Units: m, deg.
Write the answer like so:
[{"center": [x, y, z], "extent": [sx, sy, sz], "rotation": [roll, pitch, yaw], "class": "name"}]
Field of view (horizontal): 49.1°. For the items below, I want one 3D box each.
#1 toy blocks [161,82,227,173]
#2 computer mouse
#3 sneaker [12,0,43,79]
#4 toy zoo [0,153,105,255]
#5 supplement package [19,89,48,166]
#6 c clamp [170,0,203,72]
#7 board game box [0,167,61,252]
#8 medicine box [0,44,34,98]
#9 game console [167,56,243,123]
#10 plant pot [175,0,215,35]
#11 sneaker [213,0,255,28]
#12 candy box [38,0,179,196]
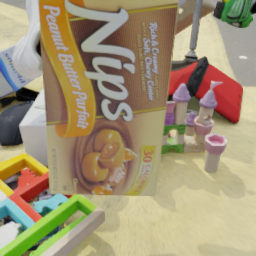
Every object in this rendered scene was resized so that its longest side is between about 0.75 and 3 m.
[{"center": [1.062, -0.257, 6.762], "extent": [2.078, 1.872, 2.224], "rotation": [-3, 33, -4], "class": "toy blocks"}, {"center": [-3.371, -0.599, 8.416], "extent": [2.068, 0.678, 2.945], "rotation": [10, 33, 14], "class": "computer mouse"}, {"center": [-1.666, -2.308, 6.175], "extent": [1.258, 2.533, 0.987], "rotation": [7, -5, 45], "class": "sneaker"}, {"center": [-2.091, 1.384, 5.039], "extent": [2.877, 0.294, 1.887], "rotation": [26, 41, 33], "class": "toy zoo"}, {"center": [-1.773, -0.097, 7.155], "extent": [1.179, 1.183, 2.016], "rotation": [0, 32, 0], "class": "supplement package"}, {"center": [0.971, -1.897, 4.938], "extent": [1.656, 1.938, 0.263], "rotation": [12, 17, 5], "class": "c clamp"}, {"center": [-1.957, 1.506, 5.434], "extent": [1.246, 0.318, 1.839], "rotation": [-7, 33, -11], "class": "board game box"}, {"center": [-3.997, -1.827, 9.160], "extent": [2.086, 1.179, 2.290], "rotation": [-16, 25, 28], "class": "medicine box"}, {"center": [2.352, -1.153, 9.667], "extent": [2.496, 1.719, 2.896], "rotation": [-19, 20, 33], "class": "game console"}, {"center": [1.436, -3.833, 8.358], "extent": [1.743, 1.745, 1.545], "rotation": [-28, 12, 24], "class": "plant pot"}, {"center": [3.011, -3.166, 6.416], "extent": [0.967, 0.885, 2.269], "rotation": [41, 88, 12], "class": "sneaker"}, {"center": [-0.309, -0.389, 4.016], "extent": [1.631, 2.825, 0.781], "rotation": [2, 23, -5], "class": "candy box"}]
